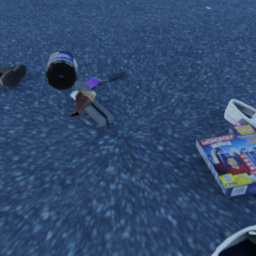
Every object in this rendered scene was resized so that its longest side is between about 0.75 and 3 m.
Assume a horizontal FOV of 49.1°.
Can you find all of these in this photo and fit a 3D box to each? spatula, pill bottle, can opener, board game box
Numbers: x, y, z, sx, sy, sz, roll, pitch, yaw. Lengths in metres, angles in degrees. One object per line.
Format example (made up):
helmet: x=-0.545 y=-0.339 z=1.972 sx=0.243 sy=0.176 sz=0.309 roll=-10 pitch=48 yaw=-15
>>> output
spatula: x=-1.006 y=-2.122 z=12.254 sx=2.027 sy=0.208 sz=0.573 roll=-21 pitch=42 yaw=-23
pill bottle: x=-1.810 y=-1.635 z=7.693 sx=0.815 sy=0.815 sz=1.458 roll=-7 pitch=29 yaw=-8
can opener: x=-1.407 y=-0.969 z=10.454 sx=0.626 sy=0.785 sz=2.347 roll=-25 pitch=46 yaw=-27
board game box: x=3.403 y=0.812 z=8.374 sx=2.515 sy=0.776 sz=2.513 roll=-8 pitch=40 yaw=-9

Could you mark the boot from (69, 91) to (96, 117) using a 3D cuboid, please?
boot: x=-1.363 y=-0.636 z=7.631 sx=0.988 sy=0.357 sz=0.822 roll=-7 pitch=42 yaw=52

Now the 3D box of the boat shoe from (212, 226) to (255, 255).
boat shoe: x=2.917 y=2.631 z=6.188 sx=2.562 sy=0.837 sz=0.943 roll=-20 pitch=44 yaw=-22

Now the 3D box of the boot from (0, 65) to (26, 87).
boot: x=-5.385 y=-2.236 z=12.143 sx=1.229 sy=0.688 sz=1.777 roll=2 pitch=27 yaw=9

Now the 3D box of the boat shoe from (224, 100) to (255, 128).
boat shoe: x=4.379 y=-0.195 z=9.549 sx=0.876 sy=0.779 sz=2.382 roll=-32 pitch=50 yaw=-32
